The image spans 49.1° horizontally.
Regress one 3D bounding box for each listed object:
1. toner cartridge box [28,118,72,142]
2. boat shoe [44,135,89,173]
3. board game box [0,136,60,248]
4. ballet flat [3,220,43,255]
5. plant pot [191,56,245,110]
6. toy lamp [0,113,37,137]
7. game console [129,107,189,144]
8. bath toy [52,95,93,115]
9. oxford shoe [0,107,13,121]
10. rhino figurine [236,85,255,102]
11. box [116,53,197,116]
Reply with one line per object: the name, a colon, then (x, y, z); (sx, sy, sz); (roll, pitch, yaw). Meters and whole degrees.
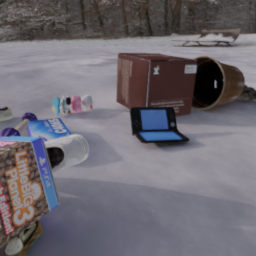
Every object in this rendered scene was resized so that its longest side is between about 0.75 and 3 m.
toner cartridge box: (-2.369, 0.299, 8.590); (1.103, 0.501, 2.321); (-9, 22, -24)
boat shoe: (-1.900, 0.741, 6.046); (2.318, 0.835, 0.794); (-12, 1, 32)
board game box: (-2.950, 1.186, 4.435); (2.204, 1.339, 2.765); (0, 18, 33)
ballet flat: (-1.741, 1.855, 4.584); (0.350, 0.373, 1.032); (6, 21, 16)
plant pot: (3.951, -1.993, 12.683); (2.263, 2.286, 2.286); (-6, 19, -40)
toy lamp: (-3.574, 0.072, 9.078); (0.642, 0.642, 2.206); (-1, 19, -1)
game console: (0.980, -0.126, 8.985); (1.616, 1.421, 0.940); (-1, -15, -16)
bath toy: (-2.240, -0.939, 11.757); (1.790, 0.778, 0.662); (-11, 56, -37)
oxford shoe: (-5.300, -0.452, 10.631); (1.794, 0.518, 0.675); (-20, 30, -39)
rhino figurine: (5.736, -1.636, 13.443); (2.376, 0.711, 1.039); (19, 5, 38)
box: (1.061, -1.916, 11.888); (2.279, 2.256, 2.747); (-6, 22, -27)
